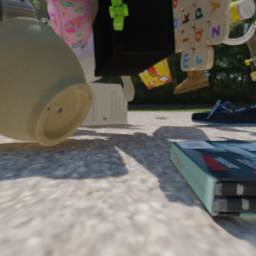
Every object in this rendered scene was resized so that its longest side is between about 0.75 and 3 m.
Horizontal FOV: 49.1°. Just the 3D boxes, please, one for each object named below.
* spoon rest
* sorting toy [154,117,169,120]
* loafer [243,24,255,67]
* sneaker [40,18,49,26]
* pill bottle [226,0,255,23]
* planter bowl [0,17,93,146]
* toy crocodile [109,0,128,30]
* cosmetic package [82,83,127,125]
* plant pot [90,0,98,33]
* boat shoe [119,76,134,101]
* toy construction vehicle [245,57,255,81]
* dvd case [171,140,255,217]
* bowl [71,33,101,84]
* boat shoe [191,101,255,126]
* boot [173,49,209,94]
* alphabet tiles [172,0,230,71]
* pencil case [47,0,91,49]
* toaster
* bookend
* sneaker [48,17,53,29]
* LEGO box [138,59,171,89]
[{"bbox_3d":[2.647,-3.014,8.491,2.146,0.651,1.066,22,4,20],"label":"spoon rest"},{"bbox_3d":[1.954,-0.531,15.997,0.896,0.122,0.505,-1,9,-4],"label":"sorting toy"},{"bbox_3d":[4.387,-2.868,9.561,0.570,1.638,0.616,-19,37,25],"label":"loafer"},{"bbox_3d":[-3.663,-3.950,11.839,0.495,1.239,0.806,20,29,-12],"label":"sneaker"},{"bbox_3d":[4.054,-4.386,10.567,0.687,0.687,1.318,-2,11,-21],"label":"pill bottle"},{"bbox_3d":[-1.656,-0.618,5.236,1.533,2.277,2.277,38,19,19],"label":"planter bowl"},{"bbox_3d":[-0.186,-2.069,4.640,0.302,0.895,0.276,-10,-8,2],"label":"toy crocodile"},{"bbox_3d":[-1.284,-1.010,11.908,1.993,1.668,1.657,-5,7,-40],"label":"cosmetic package"},{"bbox_3d":[-0.988,-4.085,10.130,1.121,0.978,1.121,-19,10,4],"label":"plant pot"},{"bbox_3d":[-0.065,-1.357,8.897,0.374,1.014,0.306,-18,15,-10],"label":"boat shoe"},{"bbox_3d":[4.522,-2.070,9.288,1.010,0.879,0.356,-22,29,26],"label":"toy construction vehicle"},{"bbox_3d":[1.960,0.375,2.770,2.830,0.311,2.066,1,4,0],"label":"dvd case"},{"bbox_3d":[-1.387,-2.496,9.700,1.978,1.975,0.738,-22,-42,15],"label":"bowl"},{"bbox_3d":[3.863,-0.586,11.013,2.808,0.964,1.181,0,4,-4],"label":"boat shoe"},{"bbox_3d":[2.377,-2.354,11.239,1.512,1.726,0.571,-14,5,19],"label":"boot"},{"bbox_3d":[1.892,-3.090,7.685,0.217,2.975,2.910,-4,9,-17],"label":"alphabet tiles"},{"bbox_3d":[-1.612,-3.127,7.620,1.176,1.176,2.689,-1,-10,-9],"label":"pencil case"},{"bbox_3d":[-2.481,-2.132,5.829,0.873,1.352,0.768,-16,55,-44],"label":"toaster"},{"bbox_3d":[-0.100,-2.890,6.860,1.332,2.873,2.891,-4,1,-15],"label":"bookend"},{"bbox_3d":[-2.555,-3.902,11.323,0.947,0.959,2.511,31,13,2],"label":"sneaker"},{"bbox_3d":[0.731,-3.129,11.060,1.104,2.130,2.860,-16,-18,14],"label":"LEGO box"}]
